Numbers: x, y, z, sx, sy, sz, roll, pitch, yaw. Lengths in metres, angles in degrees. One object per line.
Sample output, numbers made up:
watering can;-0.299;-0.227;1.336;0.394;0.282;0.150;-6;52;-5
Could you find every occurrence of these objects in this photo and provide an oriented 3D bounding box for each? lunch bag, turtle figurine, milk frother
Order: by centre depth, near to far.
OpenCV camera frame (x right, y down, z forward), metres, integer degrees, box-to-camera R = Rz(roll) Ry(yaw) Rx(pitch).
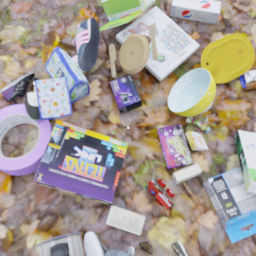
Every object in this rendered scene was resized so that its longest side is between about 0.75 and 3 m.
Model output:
milk frother;-1.299;4.332;8.459;2.440;2.202;2.295;-3;66;-31
lunch bag;-2.576;-0.967;9.685;1.115;0.812;1.311;-11;83;-14
lunch bag;-2.308;-1.998;10.821;1.201;1.884;1.602;-33;83;-16
turtle figurine;2.791;-0.312;10.832;0.952;0.981;0.706;25;61;23

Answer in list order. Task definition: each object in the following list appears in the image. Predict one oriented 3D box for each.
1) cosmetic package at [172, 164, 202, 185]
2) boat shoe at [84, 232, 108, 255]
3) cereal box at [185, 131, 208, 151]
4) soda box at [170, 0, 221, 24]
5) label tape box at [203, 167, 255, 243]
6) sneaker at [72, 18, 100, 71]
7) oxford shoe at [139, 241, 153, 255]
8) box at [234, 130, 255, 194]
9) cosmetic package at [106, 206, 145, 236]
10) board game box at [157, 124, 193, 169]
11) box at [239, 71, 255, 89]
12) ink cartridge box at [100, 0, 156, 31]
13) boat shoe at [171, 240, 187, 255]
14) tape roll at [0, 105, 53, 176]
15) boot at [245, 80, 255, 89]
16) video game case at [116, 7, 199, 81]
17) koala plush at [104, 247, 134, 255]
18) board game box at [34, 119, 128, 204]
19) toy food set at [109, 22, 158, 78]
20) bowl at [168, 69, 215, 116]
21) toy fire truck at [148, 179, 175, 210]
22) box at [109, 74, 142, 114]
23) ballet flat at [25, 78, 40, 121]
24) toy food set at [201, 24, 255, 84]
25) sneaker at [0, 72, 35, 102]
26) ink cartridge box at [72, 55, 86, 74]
cosmetic package;2.121;1.680;10.186;0.972;0.503;0.355;-21;68;-10
boat shoe;-0.761;4.290;9.027;0.689;0.729;2.032;-7;59;-46
cereal box;2.574;0.506;10.494;0.192;0.973;0.700;-36;63;33
soda box;3.127;-5.545;13.068;2.204;0.702;0.751;12;68;4
label tape box;3.826;2.591;9.671;1.563;0.721;2.182;-18;66;-10
sneaker;-1.771;-3.205;11.127;1.013;0.866;2.469;-9;59;28
oxford shoe;0.565;3.907;9.045;0.364;0.863;0.314;3;80;-15
box;4.915;1.199;9.556;2.092;0.527;2.898;10;33;7
cosmetic package;-0.073;3.132;9.527;1.203;0.525;0.622;18;81;6
board game box;1.786;0.697;10.752;0.972;0.262;1.620;-13;68;-1
box;5.414;-2.062;11.870;1.266;0.262;0.753;-5;68;-4
ink cartridge box;-0.272;-5.122;11.808;1.916;0.982;2.593;-1;37;37
boat shoe;1.808;4.291;9.179;0.337;0.399;1.118;-25;63;-8
tape roll;-4.084;0.443;10.509;2.559;0.839;2.559;0;68;0
boot;5.386;-1.634;11.556;0.979;0.760;0.375;-21;25;6
video game case;1.277;-3.680;12.034;2.476;0.322;2.720;-42;80;-17
koala plush;-0.257;3.925;8.200;0.901;1.016;0.934;-21;61;-37
board game box;-1.593;1.206;9.825;2.703;0.766;2.234;19;67;-12
toy food set;0.289;-2.943;11.050;2.432;0.488;1.679;-11;80;41
bowl;2.609;-1.162;10.733;1.068;1.984;1.984;35;66;-29
toy fire truck;1.091;2.260;9.617;0.602;0.901;1.073;-43;79;9
box;-0.101;-1.360;11.274;0.954;0.533;1.351;-20;63;-1
ballet flat;-3.530;-1.186;10.572;0.694;0.699;2.043;1;44;-21
toy food set;4.296;-2.978;11.980;2.974;0.971;1.750;-26;94;-8
sneaker;-4.456;-1.678;11.640;1.611;0.610;0.705;-43;108;-28
ink cartridge box;-2.156;-2.682;12.088;0.755;0.317;0.549;42;73;15
